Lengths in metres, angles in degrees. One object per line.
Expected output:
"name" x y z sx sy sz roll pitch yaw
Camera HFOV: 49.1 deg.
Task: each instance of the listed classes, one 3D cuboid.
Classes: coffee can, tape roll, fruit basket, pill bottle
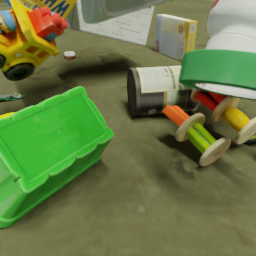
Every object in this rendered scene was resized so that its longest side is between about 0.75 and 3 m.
"coffee can" 0.959 -1.056 7.793 1.784 1.306 1.306 -5 30 -9
"tape roll" 1.658 -0.714 4.105 1.796 0.432 1.796 11 5 -1
"fruit basket" -1.887 0.415 5.333 2.658 1.917 2.658 -34 0 0
"pill bottle" 2.567 -2.460 5.504 1.623 2.892 1.623 24 -7 3

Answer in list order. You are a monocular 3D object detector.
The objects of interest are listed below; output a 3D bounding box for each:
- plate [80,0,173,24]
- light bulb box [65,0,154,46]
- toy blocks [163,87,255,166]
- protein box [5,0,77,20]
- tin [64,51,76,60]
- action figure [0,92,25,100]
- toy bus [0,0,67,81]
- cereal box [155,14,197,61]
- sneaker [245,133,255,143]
"plate" 0.121 -1.607 2.824 1.273 1.276 0.206 -20 72 -11
"light bulb box" -0.693 -4.598 9.371 2.948 2.974 1.856 1 20 -36
"toy blocks" 1.612 -0.427 6.364 1.833 0.798 2.199 -26 57 -20
"protein box" -2.196 -3.665 7.206 1.200 1.766 1.779 27 15 -45
"tin" -2.718 -3.380 13.029 0.525 0.196 0.937 -4 30 -15
"action figure" -3.662 -0.996 8.847 0.768 0.210 0.453 -3 27 -13
"toy bus" -2.264 -1.970 5.786 1.805 1.276 1.880 -25 -8 16
"cereal box" 2.089 -4.136 12.784 0.474 1.727 2.401 -15 34 -25
"sneaker" 3.661 0.014 6.577 1.933 0.782 0.714 -20 20 3
